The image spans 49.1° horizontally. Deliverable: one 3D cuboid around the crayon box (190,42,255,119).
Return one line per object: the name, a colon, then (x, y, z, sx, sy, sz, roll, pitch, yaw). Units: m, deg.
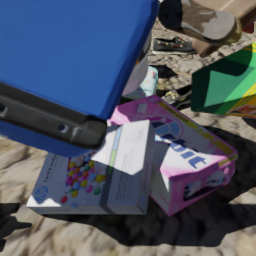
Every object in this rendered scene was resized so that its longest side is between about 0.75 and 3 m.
crayon box: (2.597, -0.585, 4.065, 2.554, 0.744, 2.203, 4, -5, -19)

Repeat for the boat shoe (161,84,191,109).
boat shoe: (1.300, -0.850, 7.860, 1.497, 0.451, 0.534, -24, 42, -30)

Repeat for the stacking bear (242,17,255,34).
stacking bear: (3.279, -4.136, 7.761, 1.505, 2.646, 1.607, 12, 25, -8)

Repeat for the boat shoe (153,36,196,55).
boat shoe: (1.963, -3.325, 11.243, 1.958, 0.613, 0.716, -2, 33, -5)

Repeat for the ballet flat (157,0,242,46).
ballet flat: (0.936, -1.483, 3.849, 0.380, 0.552, 1.639, 17, 20, -38)

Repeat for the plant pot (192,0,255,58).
plant pot: (1.785, -2.605, 5.888, 1.711, 1.711, 1.493, -33, 84, -38)

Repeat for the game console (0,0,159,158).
game console: (-1.483, -0.889, 3.299, 2.823, 2.409, 1.670, 22, 73, -16)

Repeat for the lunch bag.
lunch bag: (0.245, -1.305, 8.112, 1.259, 0.485, 1.010, 13, 72, 11)

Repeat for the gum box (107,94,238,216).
gum box: (0.707, 0.396, 5.723, 1.516, 0.883, 2.671, -20, 40, -26)

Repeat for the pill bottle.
pill bottle: (-0.434, -1.751, 4.578, 1.569, 2.696, 1.569, -5, 63, 9)

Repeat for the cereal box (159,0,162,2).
cereal box: (1.358, -4.206, 7.529, 2.392, 1.721, 0.473, 46, 39, 0)

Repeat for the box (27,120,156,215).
box: (-0.591, 0.691, 4.850, 2.007, 0.413, 1.565, -8, 49, 24)
